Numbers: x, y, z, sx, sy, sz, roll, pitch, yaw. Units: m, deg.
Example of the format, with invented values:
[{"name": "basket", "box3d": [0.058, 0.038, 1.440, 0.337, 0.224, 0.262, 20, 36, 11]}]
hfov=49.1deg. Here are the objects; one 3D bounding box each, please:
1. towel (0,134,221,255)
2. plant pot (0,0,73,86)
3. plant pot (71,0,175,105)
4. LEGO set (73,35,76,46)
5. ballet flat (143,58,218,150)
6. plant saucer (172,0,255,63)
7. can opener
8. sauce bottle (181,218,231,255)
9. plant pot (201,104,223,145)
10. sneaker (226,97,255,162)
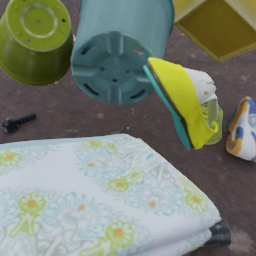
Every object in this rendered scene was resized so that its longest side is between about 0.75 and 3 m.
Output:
[{"name": "towel", "box3d": [-0.395, 0.662, 2.850, 2.079, 0.501, 1.780, -7, 28, -27]}, {"name": "plant pot", "box3d": [-1.988, -1.990, 6.123, 1.866, 1.797, 1.866, 1, 88, -21]}, {"name": "plant pot", "box3d": [-0.142, -1.854, 6.018, 2.314, 2.314, 2.266, 4, 47, 4]}, {"name": "LEGO set", "box3d": [-1.781, -3.294, 11.232, 1.473, 0.362, 1.101, 2, 45, 2]}, {"name": "ballet flat", "box3d": [1.173, -0.495, 5.269, 0.990, 2.953, 0.987, -29, 56, 8]}, {"name": "plant saucer", "box3d": [2.391, -2.661, 7.192, 2.520, 2.519, 0.610, 34, 75, -17]}, {"name": "can opener", "box3d": [-3.299, -0.213, 8.533, 1.044, 0.411, 0.331, -27, 15, -26]}, {"name": "sauce bottle", "box3d": [0.692, 2.283, 5.871, 2.783, 0.901, 0.901, -3, 48, -4]}, {"name": "plant pot", "box3d": [2.299, -0.172, 8.050, 0.973, 0.894, 0.973, 0, 48, 0]}, {"name": "sneaker", "box3d": [3.473, 0.056, 8.054, 0.993, 0.848, 2.254, 26, 52, -1]}]
